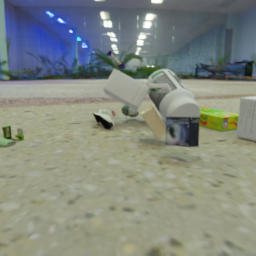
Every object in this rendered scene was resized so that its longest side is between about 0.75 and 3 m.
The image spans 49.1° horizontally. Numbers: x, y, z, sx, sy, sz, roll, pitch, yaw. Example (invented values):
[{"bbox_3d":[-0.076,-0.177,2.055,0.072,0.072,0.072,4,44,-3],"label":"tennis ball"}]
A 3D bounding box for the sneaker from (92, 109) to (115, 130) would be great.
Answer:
[{"bbox_3d":[-0.836,-0.465,11.561,0.800,0.602,1.711,-29,24,-17],"label":"sneaker"}]

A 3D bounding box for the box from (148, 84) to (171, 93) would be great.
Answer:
[{"bbox_3d":[1.107,-1.372,9.705,0.655,0.165,0.907,3,-4,17],"label":"box"}]

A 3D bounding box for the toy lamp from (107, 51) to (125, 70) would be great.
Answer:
[{"bbox_3d":[-0.546,-3.206,13.347,0.329,0.329,1.129,14,-20,48],"label":"toy lamp"}]

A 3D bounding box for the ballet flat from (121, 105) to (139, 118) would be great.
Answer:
[{"bbox_3d":[0.140,-0.743,12.640,0.537,0.537,1.447,4,-1,18],"label":"ballet flat"}]

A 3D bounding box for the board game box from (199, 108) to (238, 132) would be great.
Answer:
[{"bbox_3d":[3.548,-0.410,11.958,1.203,0.564,2.369,-6,14,-26],"label":"board game box"}]

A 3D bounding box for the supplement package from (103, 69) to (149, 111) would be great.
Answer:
[{"bbox_3d":[-0.093,-1.551,11.602,1.616,0.968,0.980,29,-5,1],"label":"supplement package"}]

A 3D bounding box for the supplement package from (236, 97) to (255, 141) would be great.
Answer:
[{"bbox_3d":[5.052,-0.203,9.030,1.376,1.429,2.513,-7,14,-35],"label":"supplement package"}]

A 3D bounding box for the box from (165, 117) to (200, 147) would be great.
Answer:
[{"bbox_3d":[1.437,0.097,7.442,0.788,0.782,0.486,2,3,44],"label":"box"}]

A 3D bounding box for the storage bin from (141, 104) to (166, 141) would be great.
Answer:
[{"bbox_3d":[0.894,-0.196,9.029,0.475,1.014,1.007,-32,3,12],"label":"storage bin"}]

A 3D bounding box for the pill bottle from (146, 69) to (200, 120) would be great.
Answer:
[{"bbox_3d":[1.836,-1.223,11.769,1.530,1.530,2.705,-4,37,-16],"label":"pill bottle"}]

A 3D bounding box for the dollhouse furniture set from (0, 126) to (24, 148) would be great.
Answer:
[{"bbox_3d":[-3.952,0.266,9.139,0.628,0.481,0.959,4,13,15],"label":"dollhouse furniture set"}]
